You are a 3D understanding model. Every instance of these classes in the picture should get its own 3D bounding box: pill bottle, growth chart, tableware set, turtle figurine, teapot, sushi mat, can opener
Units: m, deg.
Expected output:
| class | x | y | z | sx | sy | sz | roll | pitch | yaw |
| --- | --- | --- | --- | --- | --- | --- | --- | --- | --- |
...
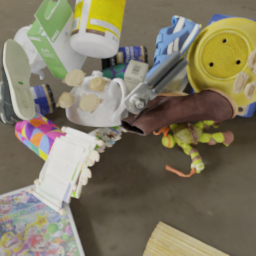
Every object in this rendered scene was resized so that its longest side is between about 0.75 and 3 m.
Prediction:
| class | x | y | z | sx | sy | sz | roll | pitch | yaw |
| --- | --- | --- | --- | --- | --- | --- | --- | --- | --- |
| pill bottle | -0.188 | -2.904 | 12.008 | 1.947 | 1.089 | 1.089 | -4 | 41 | -5 |
| growth chart | -1.511 | 1.005 | 6.758 | 1.520 | 0.186 | 2.100 | 28 | 91 | 30 |
| tableware set | -1.293 | -1.042 | 7.884 | 1.524 | 0.177 | 1.273 | 14 | 67 | 19 |
| pill bottle | -0.902 | -3.811 | 8.970 | 1.544 | 1.544 | 2.827 | 8 | 84 | 9 |
| turtle figurine | 1.895 | 0.129 | 8.673 | 2.263 | 0.904 | 2.807 | -13 | 43 | -15 |
| teapot | -0.950 | -0.976 | 8.939 | 2.176 | 1.589 | 2.147 | 6 | 13 | 7 |
| pill bottle | -3.520 | -0.812 | 9.651 | 1.849 | 1.034 | 1.034 | -18 | 44 | -19 |
| teapot | -3.236 | -2.822 | 10.058 | 1.181 | 1.617 | 1.596 | -11 | 75 | -56 |
| sushi mat | 1.391 | 2.868 | 6.139 | 2.005 | 0.121 | 0.959 | 20 | 46 | 22 |
| growth chart | -0.843 | 0.281 | 8.835 | 1.223 | 0.150 | 1.690 | 20 | 38 | 36 |
| can opener | 0.675 | -1.196 | 7.437 | 2.014 | 0.537 | 0.673 | -44 | 16 | 12 |
| tableware set | 3.040 | -1.324 | 6.899 | 0.167 | 1.201 | 1.438 | 29 | 15 | 37 |

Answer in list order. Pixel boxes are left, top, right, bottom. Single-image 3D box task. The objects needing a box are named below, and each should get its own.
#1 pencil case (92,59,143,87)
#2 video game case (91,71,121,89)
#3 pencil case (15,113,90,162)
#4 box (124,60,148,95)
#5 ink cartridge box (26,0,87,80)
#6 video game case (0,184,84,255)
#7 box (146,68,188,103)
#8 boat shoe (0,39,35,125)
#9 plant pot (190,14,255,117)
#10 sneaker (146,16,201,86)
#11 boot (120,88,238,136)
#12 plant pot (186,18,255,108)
| class | x | y | z | sx | sy | sz | roll | pitch | yaw |
| --- | --- | --- | --- | --- | --- | --- | --- | --- | --- |
| pencil case | -0.294 | -1.821 | 10.153 | 1.926 | 0.890 | 0.820 | -15 | 28 | 14 |
| video game case | -0.523 | -1.502 | 10.977 | 2.092 | 0.263 | 2.299 | 3 | 44 | 3 |
| pencil case | -2.208 | 0.457 | 8.189 | 2.536 | 1.121 | 1.121 | 31 | 50 | 29 |
| box | 0.259 | -1.367 | 9.317 | 0.606 | 1.772 | 0.728 | 17 | 62 | 8 |
| ink cartridge box | -2.314 | -3.014 | 9.083 | 0.852 | 2.872 | 1.491 | 14 | 66 | 20 |
| video game case | -2.220 | 2.492 | 6.471 | 1.966 | 0.247 | 2.746 | -16 | 44 | -17 |
| box | 1.590 | -1.675 | 10.569 | 1.007 | 0.838 | 2.451 | 20 | 38 | 17 |
| boat shoe | -3.320 | -1.341 | 7.963 | 0.871 | 0.925 | 2.576 | -20 | 71 | 26 |
| plant pot | 3.716 | -2.088 | 9.985 | 2.722 | 2.722 | 2.447 | 22 | 53 | 22 |
| sneaker | 1.107 | -2.198 | 7.971 | 0.942 | 0.847 | 2.291 | 36 | 78 | 3 |
| boot | 1.335 | -0.289 | 7.860 | 2.265 | 0.985 | 2.723 | -31 | 27 | -26 |
| plant pot | 2.961 | -2.013 | 8.322 | 2.862 | 2.862 | 2.032 | 21 | 12 | 22 |
